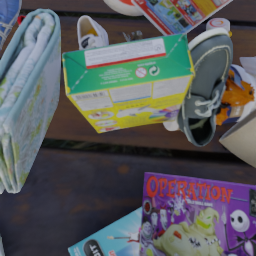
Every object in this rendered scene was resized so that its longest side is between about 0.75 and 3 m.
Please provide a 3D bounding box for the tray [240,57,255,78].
[{"bbox_3d":[2.934,-0.970,5.576,1.330,0.275,2.478,32,18,3],"label":"tray"}]

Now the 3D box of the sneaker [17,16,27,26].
[{"bbox_3d":[-3.946,-4.117,11.054,0.679,1.002,1.734,-18,53,-14],"label":"sneaker"}]

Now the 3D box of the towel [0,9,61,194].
[{"bbox_3d":[-1.974,-0.435,5.370,0.703,2.500,2.920,17,53,-6],"label":"towel"}]

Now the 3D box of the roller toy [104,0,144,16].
[{"bbox_3d":[0.172,-4.790,8.433,2.649,2.416,1.851,40,23,-21],"label":"roller toy"}]

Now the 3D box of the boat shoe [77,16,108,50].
[{"bbox_3d":[-0.901,-1.963,7.252,0.911,0.897,2.570,-24,56,21],"label":"boat shoe"}]

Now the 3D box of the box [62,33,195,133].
[{"bbox_3d":[0.066,-0.441,4.206,1.442,2.458,0.595,-9,76,1],"label":"box"}]

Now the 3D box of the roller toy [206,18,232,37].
[{"bbox_3d":[3.546,-3.848,11.057,0.947,0.662,0.864,-6,47,7],"label":"roller toy"}]

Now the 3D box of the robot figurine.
[{"bbox_3d":[1.324,-0.909,6.060,2.430,1.761,0.707,23,58,-11],"label":"robot figurine"}]

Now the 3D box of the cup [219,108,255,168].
[{"bbox_3d":[1.946,0.097,3.413,1.311,1.311,0.938,-34,78,-25],"label":"cup"}]

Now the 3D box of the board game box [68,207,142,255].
[{"bbox_3d":[0.429,2.742,5.705,2.653,0.622,2.002,-24,55,-19],"label":"board game box"}]

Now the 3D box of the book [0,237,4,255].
[{"bbox_3d":[-3.463,2.808,5.838,1.576,0.379,1.053,-20,52,-17],"label":"book"}]

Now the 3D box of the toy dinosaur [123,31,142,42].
[{"bbox_3d":[0.218,-2.037,9.532,1.455,1.095,2.846,8,57,24],"label":"toy dinosaur"}]

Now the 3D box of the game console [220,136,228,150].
[{"bbox_3d":[3.063,0.352,7.787,0.772,0.679,0.449,-8,79,-5],"label":"game console"}]

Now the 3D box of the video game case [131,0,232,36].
[{"bbox_3d":[1.465,-3.157,6.443,2.320,1.659,0.202,-30,46,33],"label":"video game case"}]

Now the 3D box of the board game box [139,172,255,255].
[{"bbox_3d":[0.807,1.191,3.255,0.326,2.018,1.211,14,79,-29],"label":"board game box"}]

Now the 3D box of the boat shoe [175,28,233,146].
[{"bbox_3d":[1.291,-0.490,4.633,0.926,2.543,0.786,-18,62,-6],"label":"boat shoe"}]

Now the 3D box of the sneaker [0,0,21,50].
[{"bbox_3d":[-3.293,-2.384,6.763,1.016,2.682,1.033,11,57,-33],"label":"sneaker"}]

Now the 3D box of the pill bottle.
[{"bbox_3d":[2.449,-0.902,8.006,2.961,1.643,1.643,-8,51,-6],"label":"pill bottle"}]
